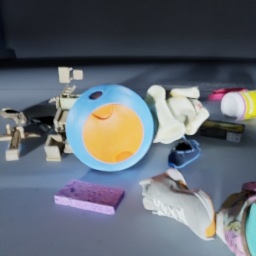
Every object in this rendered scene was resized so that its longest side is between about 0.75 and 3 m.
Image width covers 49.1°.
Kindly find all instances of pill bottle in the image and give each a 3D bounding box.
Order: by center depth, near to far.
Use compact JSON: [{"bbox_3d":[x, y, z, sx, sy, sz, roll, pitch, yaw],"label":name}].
[{"bbox_3d":[5.569,-1.055,12.734,2.434,1.269,1.269,-8,20,-21],"label":"pill bottle"}]

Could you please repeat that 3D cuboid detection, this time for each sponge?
[{"bbox_3d":[-0.879,1.593,6.556,1.467,0.219,0.818,6,20,18],"label":"sponge"}]

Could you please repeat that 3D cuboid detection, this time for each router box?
[{"bbox_3d":[3.611,0.087,10.727,1.468,0.383,1.154,10,21,27],"label":"router box"}]

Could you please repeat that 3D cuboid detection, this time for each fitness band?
[{"bbox_3d":[5.783,-1.989,16.449,2.071,0.387,1.487,-10,14,-2],"label":"fitness band"}]

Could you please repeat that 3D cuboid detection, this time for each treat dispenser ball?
[{"bbox_3d":[-0.517,0.000,7.938,2.433,2.433,2.433,0,19,0],"label":"treat dispenser ball"}]

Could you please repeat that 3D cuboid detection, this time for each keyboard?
[{"bbox_3d":[-3.017,-0.092,11.440,2.513,0.322,1.509,13,16,36],"label":"keyboard"}]

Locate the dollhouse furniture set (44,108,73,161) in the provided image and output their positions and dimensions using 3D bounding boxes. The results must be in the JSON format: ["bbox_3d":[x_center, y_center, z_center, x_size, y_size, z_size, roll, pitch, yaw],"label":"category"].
[{"bbox_3d":[-1.329,0.437,9.265,2.213,1.231,1.958,2,43,4],"label":"dollhouse furniture set"}]

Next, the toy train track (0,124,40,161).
[{"bbox_3d":[-3.998,0.342,9.883,1.660,0.471,2.895,-6,20,-16],"label":"toy train track"}]

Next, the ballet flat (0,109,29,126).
[{"bbox_3d":[-5.101,-0.611,12.562,0.778,0.535,2.310,-15,24,-38],"label":"ballet flat"}]

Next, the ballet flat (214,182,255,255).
[{"bbox_3d":[2.219,1.707,5.449,0.958,0.931,2.693,-10,5,36],"label":"ballet flat"}]

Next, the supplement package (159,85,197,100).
[{"bbox_3d":[2.473,-1.499,14.278,2.011,1.115,1.566,3,19,12],"label":"supplement package"}]

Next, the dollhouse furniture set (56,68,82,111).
[{"bbox_3d":[-2.235,-1.879,13.844,2.394,2.118,1.331,2,19,9],"label":"dollhouse furniture set"}]

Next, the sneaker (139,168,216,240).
[{"bbox_3d":[0.917,1.617,5.778,1.067,0.878,2.319,-12,13,-12],"label":"sneaker"}]

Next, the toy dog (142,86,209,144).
[{"bbox_3d":[1.583,-0.269,9.317,2.463,2.388,1.718,-13,62,-43],"label":"toy dog"}]

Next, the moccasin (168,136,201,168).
[{"bbox_3d":[1.814,0.668,8.655,0.731,0.620,1.818,10,21,27],"label":"moccasin"}]

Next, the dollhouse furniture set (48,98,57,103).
[{"bbox_3d":[-4.042,-1.353,15.371,0.991,0.484,0.845,-18,9,28],"label":"dollhouse furniture set"}]
